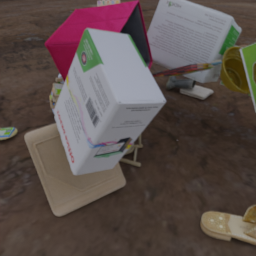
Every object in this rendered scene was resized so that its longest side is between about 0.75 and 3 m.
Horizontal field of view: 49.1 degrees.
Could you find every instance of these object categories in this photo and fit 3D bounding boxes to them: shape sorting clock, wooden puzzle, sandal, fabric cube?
[{"bbox_3d":[-4.651,0.229,10.500,0.946,0.186,0.946,-4,31,2],"label":"shape sorting clock"},{"bbox_3d":[-1.457,0.932,7.990,2.245,2.427,0.452,-21,-2,-24],"label":"wooden puzzle"},{"bbox_3d":[1.782,-1.754,8.526,1.328,0.157,2.240,-14,7,-39],"label":"wooden puzzle"},{"bbox_3d":[3.156,2.280,6.817,2.626,0.864,0.963,4,34,6],"label":"sandal"},{"bbox_3d":[-0.687,-2.126,8.038,2.067,2.035,2.074,4,49,22],"label":"fabric cube"}]

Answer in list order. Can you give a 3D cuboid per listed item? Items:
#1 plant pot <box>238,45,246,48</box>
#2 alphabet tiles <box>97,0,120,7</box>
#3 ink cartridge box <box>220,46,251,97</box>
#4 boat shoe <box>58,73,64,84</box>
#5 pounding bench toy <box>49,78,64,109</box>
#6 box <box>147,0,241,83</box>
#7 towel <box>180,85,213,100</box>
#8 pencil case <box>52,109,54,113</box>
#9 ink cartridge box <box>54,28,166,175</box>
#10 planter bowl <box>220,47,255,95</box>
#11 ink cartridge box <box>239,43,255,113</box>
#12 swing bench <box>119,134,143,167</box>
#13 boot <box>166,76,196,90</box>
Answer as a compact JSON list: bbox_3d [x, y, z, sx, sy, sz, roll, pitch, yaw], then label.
[{"bbox_3d":[4.873,-3.003,12.262,1.156,1.156,0.534,-7,60,-10],"label":"plant pot"},{"bbox_3d":[-0.593,-3.677,8.502,0.753,0.737,0.055,7,18,20],"label":"alphabet tiles"},{"bbox_3d":[4.722,-1.946,10.275,2.192,1.595,0.526,21,2,20],"label":"ink cartridge box"},{"bbox_3d":[-2.633,-2.816,14.663,2.121,0.742,0.703,-16,38,-10],"label":"boat shoe"},{"bbox_3d":[-1.907,-0.949,7.786,0.467,0.586,0.751,2,53,-29],"label":"pounding bench toy"},{"bbox_3d":[2.378,-3.211,10.447,2.665,2.282,2.651,30,22,20],"label":"box"},{"bbox_3d":[3.237,-1.726,13.383,1.375,0.237,0.911,25,43,36],"label":"towel"},{"bbox_3d":[-2.389,-1.035,11.927,1.734,0.721,0.786,-28,79,-36],"label":"pencil case"},{"bbox_3d":[-0.615,-0.446,6.212,1.120,2.668,1.932,-4,57,-33],"label":"ink cartridge box"},{"bbox_3d":[3.734,-1.812,9.596,1.799,0.749,1.799,8,68,-21],"label":"planter bowl"},{"bbox_3d":[4.575,-1.926,8.773,2.761,2.040,1.046,-22,13,-11],"label":"ink cartridge box"},{"bbox_3d":[-0.400,0.211,9.132,1.754,1.744,1.138,4,34,5],"label":"swing bench"},{"bbox_3d":[2.640,-2.277,13.702,1.347,0.489,1.224,-6,41,32],"label":"boot"}]
